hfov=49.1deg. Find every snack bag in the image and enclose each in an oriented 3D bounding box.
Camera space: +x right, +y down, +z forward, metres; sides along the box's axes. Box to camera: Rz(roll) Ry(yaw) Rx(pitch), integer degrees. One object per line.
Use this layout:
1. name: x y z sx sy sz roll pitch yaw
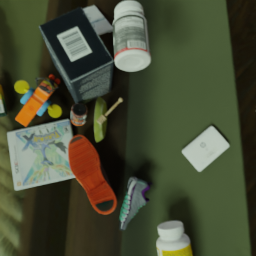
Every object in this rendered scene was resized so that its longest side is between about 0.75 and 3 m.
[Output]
1. snack bag: -1.389 -3.803 10.126 1.331 0.151 1.412 -27 69 -23

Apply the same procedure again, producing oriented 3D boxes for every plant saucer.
1. plant saucer: -0.865 -0.264 9.060 0.229 1.471 1.471 3 79 2

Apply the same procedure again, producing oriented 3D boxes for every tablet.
1. tablet: 2.625 0.704 9.494 1.417 0.097 0.922 -39 81 -8

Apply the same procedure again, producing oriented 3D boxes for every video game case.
1. video game case: -2.862 0.886 9.447 2.185 0.240 1.991 -12 79 -2

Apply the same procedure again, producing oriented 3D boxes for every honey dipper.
1. honey dipper: -0.469 -0.455 7.416 0.172 0.172 0.907 42 77 7

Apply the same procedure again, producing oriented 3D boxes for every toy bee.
1. toy bee: -2.719 -1.029 9.136 2.471 1.617 1.343 -14 34 32

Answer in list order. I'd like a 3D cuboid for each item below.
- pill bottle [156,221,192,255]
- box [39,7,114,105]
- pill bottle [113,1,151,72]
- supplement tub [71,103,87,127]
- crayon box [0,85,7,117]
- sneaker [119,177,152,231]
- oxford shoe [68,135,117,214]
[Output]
1. pill bottle: 1.415 3.815 8.395 1.019 1.019 1.812 -10 88 -2
2. box: -1.517 -2.036 8.805 1.369 2.557 1.897 -29 83 -11
3. pill bottle: 0.067 -2.467 7.540 0.950 0.950 1.668 -4 71 -1
4. supplement tub: -1.643 -0.389 9.326 0.522 0.977 0.522 5 66 -10
5. crayon box: -4.763 -1.000 9.593 0.913 0.365 1.438 -15 74 -10
6. sneaker: 0.224 2.478 8.807 0.782 0.665 1.787 14 101 -2
7. oxford shoe: -1.182 1.506 9.004 0.955 0.973 2.683 -24 74 -4
